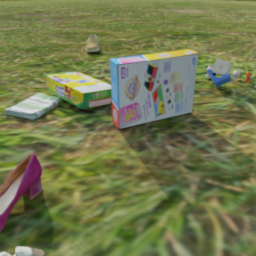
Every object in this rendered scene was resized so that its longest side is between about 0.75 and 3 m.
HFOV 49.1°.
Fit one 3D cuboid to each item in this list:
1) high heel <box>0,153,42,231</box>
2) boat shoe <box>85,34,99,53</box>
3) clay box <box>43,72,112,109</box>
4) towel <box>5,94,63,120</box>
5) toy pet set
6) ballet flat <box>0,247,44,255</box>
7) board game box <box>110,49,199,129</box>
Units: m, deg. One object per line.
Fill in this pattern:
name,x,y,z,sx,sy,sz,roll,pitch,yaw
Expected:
high heel,-2.344,1.261,5.131,0.649,0.925,1.928,20,35,31
boat shoe,-2.074,-4.883,15.992,0.781,0.830,2.181,-4,30,-7
clay box,-1.789,-1.427,10.029,1.478,0.612,2.573,-16,31,-41
towel,-3.121,-0.792,9.420,1.215,0.250,1.628,12,32,19
toy pet set,3.885,-1.972,11.232,1.773,0.941,1.655,21,1,27
ballet flat,-1.827,2.042,4.310,1.019,0.384,0.346,-12,28,-20
board game box,0.786,-1.180,8.350,2.601,1.990,0.524,-12,32,-21
